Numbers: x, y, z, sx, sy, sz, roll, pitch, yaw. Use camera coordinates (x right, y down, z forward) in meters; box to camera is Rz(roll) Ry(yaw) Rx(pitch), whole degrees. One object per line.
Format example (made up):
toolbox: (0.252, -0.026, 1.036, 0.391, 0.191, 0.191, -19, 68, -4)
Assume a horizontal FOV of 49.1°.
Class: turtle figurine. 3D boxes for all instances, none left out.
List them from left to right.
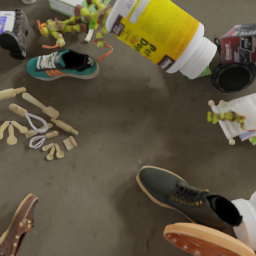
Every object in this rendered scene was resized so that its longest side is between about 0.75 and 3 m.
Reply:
turtle figurine: (-2.358, -3.492, 9.663, 1.602, 0.640, 1.986, -20, 48, -17)
turtle figurine: (-0.833, -3.516, 9.103, 1.941, 0.775, 2.407, 34, 90, 17)
turtle figurine: (2.853, -0.263, 7.808, 1.073, 0.428, 1.330, 3, 24, -12)

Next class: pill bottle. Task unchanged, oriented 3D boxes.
pill bottle: (0.984, -2.713, 8.054, 2.995, 1.636, 1.636, 32, 68, -8)
pill bottle: (3.868, 2.098, 6.692, 2.502, 1.449, 1.449, -13, 66, 2)

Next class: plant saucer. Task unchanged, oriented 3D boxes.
plant saucer: (1.814, 2.596, 6.158, 2.081, 2.081, 0.336, 21, 63, 9)

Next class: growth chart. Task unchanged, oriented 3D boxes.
growth chart: (3.920, -0.313, 8.546, 2.474, 0.219, 1.791, -12, 66, -6)

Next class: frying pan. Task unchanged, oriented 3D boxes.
frying pan: (3.112, -1.924, 9.144, 1.399, 0.376, 2.313, -40, 50, 5)

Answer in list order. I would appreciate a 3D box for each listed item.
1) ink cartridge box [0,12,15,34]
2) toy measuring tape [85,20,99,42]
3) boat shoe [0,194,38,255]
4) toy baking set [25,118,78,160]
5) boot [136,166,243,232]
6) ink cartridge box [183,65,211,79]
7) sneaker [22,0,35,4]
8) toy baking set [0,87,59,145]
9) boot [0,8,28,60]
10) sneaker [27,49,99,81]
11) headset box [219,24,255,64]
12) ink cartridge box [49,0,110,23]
ink cartridge box: (-4.373, -3.728, 10.101, 1.064, 0.233, 1.074, 1, 67, 0)
toy measuring tape: (-1.283, -3.718, 9.977, 0.497, 0.497, 1.350, 14, 66, 6)
boat shoe: (-2.669, 2.498, 7.080, 0.563, 0.563, 1.601, 22, 75, 14)
toy baking set: (-2.264, 0.270, 8.296, 1.531, 0.178, 1.175, 32, 69, 14)
boot: (1.413, 1.562, 6.784, 2.513, 1.738, 0.973, 30, 69, 9)
ink cartridge box: (2.133, -2.176, 9.258, 0.748, 0.427, 1.441, -13, 66, -1)
sneaker: (-4.185, -5.411, 10.648, 1.624, 0.649, 0.580, 40, 71, 16)
toy baking set: (-3.254, -0.410, 8.198, 2.169, 0.252, 1.665, -28, 83, -31)
boot: (-3.621, -3.162, 9.007, 0.597, 1.724, 1.501, 4, 80, -6)
sneaker: (-2.176, -2.064, 8.808, 2.412, 0.964, 0.861, 1, 74, 10)
headset box: (3.936, -2.610, 8.487, 2.185, 0.844, 1.626, 9, 34, 36)
ink cartridge box: (-1.716, -4.622, 10.286, 2.172, 0.644, 1.127, 25, 68, 11)
